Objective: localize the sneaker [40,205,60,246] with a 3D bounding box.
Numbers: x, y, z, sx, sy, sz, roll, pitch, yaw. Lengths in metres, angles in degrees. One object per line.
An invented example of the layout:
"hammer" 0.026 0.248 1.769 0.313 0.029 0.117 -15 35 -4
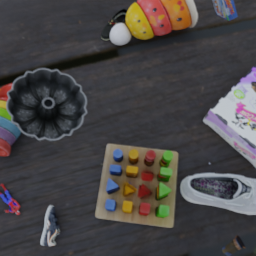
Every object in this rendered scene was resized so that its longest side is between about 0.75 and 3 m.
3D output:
"sneaker" -2.116 2.745 7.847 0.430 0.425 1.083 6 80 8

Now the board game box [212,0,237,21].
"board game box" 2.194 -3.316 6.741 0.226 1.312 0.888 -24 28 10

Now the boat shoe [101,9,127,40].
"boat shoe" -0.516 -3.847 10.384 0.525 0.450 1.435 37 75 11

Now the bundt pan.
"bundt pan" -1.639 -0.394 5.715 1.549 0.581 1.549 6 69 -17

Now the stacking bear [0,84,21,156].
"stacking bear" -3.813 -0.391 8.681 1.292 1.380 2.273 16 63 -1

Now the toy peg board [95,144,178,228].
"toy peg board" 0.300 1.516 7.955 2.228 1.094 2.237 7 69 2

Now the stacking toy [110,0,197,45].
"stacking toy" 0.699 -3.826 9.879 2.995 2.189 2.189 -32 71 8

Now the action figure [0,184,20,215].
"action figure" -3.490 2.087 8.066 0.344 0.522 1.054 -41 77 -14

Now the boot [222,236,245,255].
"boot" 2.341 2.629 6.243 0.401 0.827 0.309 -35 58 15

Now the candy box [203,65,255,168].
"candy box" 4.151 -0.483 8.786 2.699 0.965 2.264 -42 74 -14

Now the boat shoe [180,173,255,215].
"boat shoe" 2.998 1.759 7.903 2.932 1.005 1.056 12 69 4
